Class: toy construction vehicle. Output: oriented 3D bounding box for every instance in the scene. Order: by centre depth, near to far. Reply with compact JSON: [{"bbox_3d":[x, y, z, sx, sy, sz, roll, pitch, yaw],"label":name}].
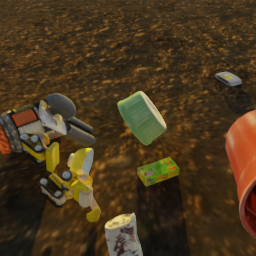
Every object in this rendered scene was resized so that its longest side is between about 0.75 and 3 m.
[{"bbox_3d":[-1.260,0.960,5.577,1.799,1.567,0.634,32,48,23],"label":"toy construction vehicle"}]

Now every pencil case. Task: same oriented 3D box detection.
[{"bbox_3d":[0.021,2.029,4.420,0.583,1.303,0.507,-15,-2,17],"label":"pencil case"}]

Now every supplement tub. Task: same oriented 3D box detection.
[{"bbox_3d":[-2.563,-0.058,7.421,1.808,1.108,1.108,-24,43,-28],"label":"supplement tub"}]

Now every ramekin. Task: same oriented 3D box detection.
[{"bbox_3d":[0.407,-0.292,7.355,0.675,1.381,1.381,-35,36,13],"label":"ramekin"}]

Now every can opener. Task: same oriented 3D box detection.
[{"bbox_3d":[-1.175,-0.066,5.897,0.670,2.016,0.531,-19,68,11],"label":"can opener"}]

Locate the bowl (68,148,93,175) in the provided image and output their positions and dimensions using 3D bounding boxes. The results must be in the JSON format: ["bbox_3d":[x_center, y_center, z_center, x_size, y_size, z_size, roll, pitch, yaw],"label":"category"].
[{"bbox_3d":[-1.095,0.772,6.228,0.405,0.752,0.752,15,39,8],"label":"bowl"}]

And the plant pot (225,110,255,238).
[{"bbox_3d":[3.060,0.769,5.640,2.201,2.201,2.140,2,30,2],"label":"plant pot"}]

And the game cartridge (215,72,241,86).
[{"bbox_3d":[3.822,-1.877,10.627,0.598,0.182,0.897,-14,39,-24],"label":"game cartridge"}]

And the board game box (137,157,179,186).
[{"bbox_3d":[0.721,1.039,6.697,0.891,0.212,0.453,-16,40,-20],"label":"board game box"}]
